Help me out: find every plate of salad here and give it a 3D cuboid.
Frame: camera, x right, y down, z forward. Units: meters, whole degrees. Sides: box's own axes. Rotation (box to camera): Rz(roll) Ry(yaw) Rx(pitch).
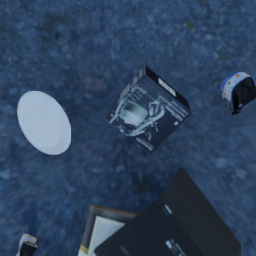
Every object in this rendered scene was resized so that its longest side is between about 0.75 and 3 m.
[{"bbox_3d":[-2.353,-0.142,7.971,1.934,1.934,0.464,39,36,9],"label":"plate of salad"}]

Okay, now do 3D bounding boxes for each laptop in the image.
[{"bbox_3d":[1.207,2.987,6.980,2.980,1.727,2.790,-37,86,-5],"label":"laptop"}]

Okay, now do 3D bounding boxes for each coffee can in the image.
[{"bbox_3d":[-0.418,3.287,7.027,1.704,1.704,2.329,12,76,3],"label":"coffee can"}]

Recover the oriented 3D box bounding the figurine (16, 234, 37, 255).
[{"bbox_3d":[-2.836,3.402,7.460,0.397,0.923,0.900,31,77,-17],"label":"figurine"}]

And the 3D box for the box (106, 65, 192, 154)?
[{"bbox_3d":[0.539,-0.496,7.589,1.635,1.013,1.607,37,113,-13],"label":"box"}]

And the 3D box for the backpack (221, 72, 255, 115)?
[{"bbox_3d":[3.264,-1.134,8.268,1.095,1.043,0.843,-38,49,-5],"label":"backpack"}]
